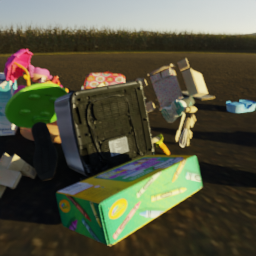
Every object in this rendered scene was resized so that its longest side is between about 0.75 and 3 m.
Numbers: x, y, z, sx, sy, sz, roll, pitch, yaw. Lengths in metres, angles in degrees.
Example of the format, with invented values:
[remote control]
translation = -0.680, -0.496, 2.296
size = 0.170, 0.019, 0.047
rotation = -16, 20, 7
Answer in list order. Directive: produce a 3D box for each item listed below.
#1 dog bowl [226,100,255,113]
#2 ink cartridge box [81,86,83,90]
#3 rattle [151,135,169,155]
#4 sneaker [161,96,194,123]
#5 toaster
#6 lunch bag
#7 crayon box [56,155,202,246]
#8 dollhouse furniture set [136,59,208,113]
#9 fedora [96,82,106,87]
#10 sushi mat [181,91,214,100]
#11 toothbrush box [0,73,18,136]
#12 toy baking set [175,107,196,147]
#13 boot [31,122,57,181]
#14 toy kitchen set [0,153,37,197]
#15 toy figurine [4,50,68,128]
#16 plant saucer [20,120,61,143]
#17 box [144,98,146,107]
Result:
[dog bowl]
translation = 4.890, -0.921, 12.151
size = 1.401, 0.347, 0.781
rotation = -7, 20, -22
[ink cartridge box]
translation = -2.310, -2.075, 15.534
size = 0.539, 0.308, 1.039
rotation = -2, 19, -6
[rattle]
translation = 0.623, 0.578, 7.958
size = 0.888, 0.634, 0.578
rotation = -23, 14, 2
[sneaker]
translation = 1.593, -0.602, 8.912
size = 0.693, 0.589, 1.518
rotation = -29, 1, -20
[toaster]
translation = -0.624, 0.033, 6.680
size = 2.169, 1.962, 1.287
rotation = -16, 8, -32
[lunch bag]
translation = -1.142, -2.089, 13.742
size = 1.974, 0.809, 1.739
rotation = 4, 50, 3
[crayon box]
translation = 0.078, 1.128, 5.100
size = 2.334, 0.680, 1.386
rotation = -17, 7, -39
[dollhouse furniture set]
translation = 1.120, -1.404, 10.038
size = 2.868, 1.486, 1.269
rotation = -19, -5, 28
[fedora]
translation = -1.226, -1.695, 12.337
size = 0.844, 0.344, 0.844
rotation = -37, 0, 0
[sushi mat]
translation = 3.659, -1.749, 14.910
size = 0.876, 0.111, 1.831
rotation = -9, 21, -27
[toothbrush box]
translation = -4.244, -0.830, 9.510
size = 0.807, 1.891, 1.385
rotation = -3, 20, -13
[toy baking set]
translation = 1.723, -0.048, 8.074
size = 0.180, 1.190, 1.551
rotation = 8, 3, 28
[boot]
translation = -1.994, 0.697, 6.997
size = 0.561, 1.002, 1.448
rotation = -8, 64, -7
[toy kitchen set]
translation = -2.409, 1.178, 6.082
size = 0.761, 0.841, 0.933
rotation = 5, 59, 28
[toy figurine]
translation = -2.720, -1.366, 8.450
size = 2.373, 1.782, 2.184
rotation = 3, 49, -46
[plant saucer]
translation = -2.246, -0.224, 9.944
size = 3.001, 0.484, 3.001
rotation = 1, 19, 0
[box]
translation = -0.039, -0.210, 8.672
size = 0.367, 1.267, 1.594
rotation = 12, 22, 40
